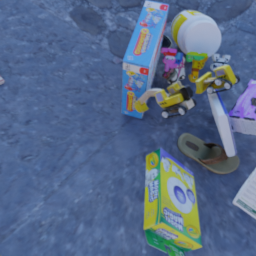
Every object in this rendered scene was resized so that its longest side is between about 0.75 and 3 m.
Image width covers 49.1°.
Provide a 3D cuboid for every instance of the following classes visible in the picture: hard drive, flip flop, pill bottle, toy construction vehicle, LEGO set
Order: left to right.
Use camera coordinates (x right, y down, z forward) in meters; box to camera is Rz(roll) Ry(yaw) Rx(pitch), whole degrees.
[{"bbox_3d":[1.642,-1.139,8.372,2.180,2.504,0.882,-33,105,-34],"label":"toy construction vehicle"},{"bbox_3d":[2.105,-2.020,9.381,2.287,0.872,0.939,4,97,-7],"label":"LEGO set"},{"bbox_3d":[2.576,-3.635,10.857,1.532,1.532,2.681,0,29,0],"label":"pill bottle"},{"bbox_3d":[2.598,0.785,8.847,2.215,0.638,0.898,27,67,-11],"label":"flip flop"},{"bbox_3d":[2.921,-0.427,8.960,0.300,1.559,2.363,-16,33,15],"label":"hard drive"}]

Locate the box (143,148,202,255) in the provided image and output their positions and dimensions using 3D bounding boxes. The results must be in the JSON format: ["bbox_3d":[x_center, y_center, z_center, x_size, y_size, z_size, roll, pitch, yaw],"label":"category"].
[{"bbox_3d":[1.098,1.903,7.059,1.505,0.621,2.566,37,38,-26],"label":"box"}]

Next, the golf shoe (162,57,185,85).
[{"bbox_3d":[1.936,-2.255,11.134,0.778,0.614,1.690,43,51,-11],"label":"golf shoe"}]

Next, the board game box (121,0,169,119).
[{"bbox_3d":[0.540,-2.262,9.636,0.795,2.784,2.843,14,61,6],"label":"board game box"}]

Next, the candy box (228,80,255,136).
[{"bbox_3d":[4.266,-0.556,8.044,2.085,0.746,1.749,13,55,47],"label":"candy box"}]

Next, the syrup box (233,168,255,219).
[{"bbox_3d":[3.678,1.233,7.049,0.891,2.262,0.921,35,38,22],"label":"syrup box"}]

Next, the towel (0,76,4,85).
[{"bbox_3d":[-6.285,-2.116,11.275,1.662,0.262,2.307,-38,67,-24],"label":"towel"}]

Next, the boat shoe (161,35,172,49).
[{"bbox_3d":[1.086,-3.562,10.998,1.451,0.452,0.541,41,109,13],"label":"boat shoe"}]
